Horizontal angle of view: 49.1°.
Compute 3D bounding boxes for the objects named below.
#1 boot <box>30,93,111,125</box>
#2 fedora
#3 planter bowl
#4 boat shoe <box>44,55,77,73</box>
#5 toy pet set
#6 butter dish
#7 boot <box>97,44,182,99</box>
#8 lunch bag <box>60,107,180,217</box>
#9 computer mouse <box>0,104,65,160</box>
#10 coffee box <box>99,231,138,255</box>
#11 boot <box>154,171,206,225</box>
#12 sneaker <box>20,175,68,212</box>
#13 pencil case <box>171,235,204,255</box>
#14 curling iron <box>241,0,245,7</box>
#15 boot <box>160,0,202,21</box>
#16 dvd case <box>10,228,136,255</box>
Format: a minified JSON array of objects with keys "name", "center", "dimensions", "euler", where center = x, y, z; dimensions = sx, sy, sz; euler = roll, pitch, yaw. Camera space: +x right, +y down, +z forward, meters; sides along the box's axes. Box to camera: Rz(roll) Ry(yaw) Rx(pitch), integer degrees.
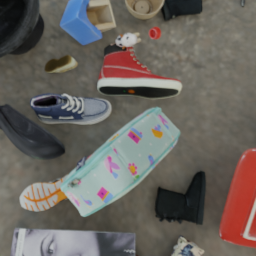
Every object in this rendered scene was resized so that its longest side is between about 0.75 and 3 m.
[{"name":"boot","center":[-1.602,-0.574,8.014],"dimensions":[2.213,0.999,0.805],"euler":[-8,72,-3]},{"name":"fedora","center":[-3.653,-3.032,8.429],"dimensions":[2.985,1.363,2.985],"euler":[-4,77,19]},{"name":"planter bowl","center":[0.492,-4.093,9.150],"dimensions":[1.251,0.842,1.251],"euler":[0,85,-3]},{"name":"boat shoe","center":[-2.077,-1.889,8.620],"dimensions":[1.249,0.414,0.462],"euler":[-1,76,38]},{"name":"toy pet set","center":[-0.730,-3.505,7.862],"dimensions":[1.450,2.550,2.731],"euler":[-29,109,-41]},{"name":"butter dish","center":[3.753,1.520,6.924],"dimensions":[2.700,2.001,2.707],"euler":[9,114,9]},{"name":"boot","center":[0.412,-1.863,8.540],"dimensions":[2.508,0.908,1.810],"euler":[6,70,6]},{"name":"lunch bag","center":[-0.248,0.769,6.613],"dimensions":[1.083,2.254,2.810],"euler":[53,49,-1]},{"name":"computer mouse","center":[-3.005,0.099,7.523],"dimensions":[2.780,1.925,0.733],"euler":[34,66,-1]},{"name":"coffee box","center":[-0.792,3.959,6.470],"dimensions":[1.486,1.036,2.599],"euler":[28,74,9]},{"name":"boot","center":[1.392,1.816,7.479],"dimensions":[1.258,0.568,1.535],"euler":[7,66,11]},{"name":"sneaker","center":[-1.919,1.702,7.409],"dimensions":[1.828,0.706,0.716],"euler":[-16,80,-5]},{"name":"pencil case","center":[1.123,3.512,6.790],"dimensions":[0.757,0.659,1.693],"euler":[38,76,-13]},{"name":"curling iron","center":[4.192,-4.923,9.906],"dimensions":[0.375,0.193,1.512],"euler":[16,72,5]},{"name":"boot","center":[1.720,-4.476,9.516],"dimensions":[1.357,0.617,1.615],"euler":[-14,79,-1]},{"name":"dvd case","center":[-1.247,3.303,6.031],"dimensions":[2.770,0.221,2.059],"euler":[1,70,4]}]
